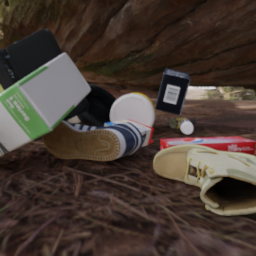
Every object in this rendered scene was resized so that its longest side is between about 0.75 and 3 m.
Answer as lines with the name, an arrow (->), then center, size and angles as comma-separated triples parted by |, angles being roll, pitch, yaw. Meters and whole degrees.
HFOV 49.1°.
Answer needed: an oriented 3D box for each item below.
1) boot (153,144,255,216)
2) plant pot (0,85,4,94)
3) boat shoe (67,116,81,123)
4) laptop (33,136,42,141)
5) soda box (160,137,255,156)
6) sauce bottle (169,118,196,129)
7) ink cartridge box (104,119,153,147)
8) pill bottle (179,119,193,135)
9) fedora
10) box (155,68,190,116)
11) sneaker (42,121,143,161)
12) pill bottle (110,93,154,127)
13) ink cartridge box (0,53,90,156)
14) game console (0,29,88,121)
boot -> 1.217, 0.783, 4.536 | 1.971, 0.710, 1.524 | 4, 10, 20
plant pot -> -6.195, -1.820, 14.842 | 2.076, 2.258, 2.258 | -23, -3, 27
boat shoe -> -1.718, -0.585, 13.610 | 2.590, 0.866, 0.738 | 0, 5, 21
laptop -> -3.698, 0.080, 9.485 | 1.154, 0.714, 1.232 | 1, 8, 2
soda box -> 1.752, 0.569, 6.248 | 1.988, 0.630, 0.696 | -2, 8, -10
sauce bottle -> 2.510, -0.226, 12.640 | 1.428, 0.462, 0.462 | -4, 9, -35
ink cartridge box -> 0.084, 0.176, 8.560 | 0.983, 0.569, 1.692 | 21, 17, 27
pill bottle -> 2.226, -0.030, 10.717 | 0.481, 0.481, 0.845 | 1, 12, 6
fedora -> -1.418, -0.706, 12.263 | 2.429, 2.429, 1.109 | -8, -22, -46
box -> 1.771, -1.496, 11.174 | 1.023, 1.451, 1.961 | 14, 21, 6
sneaker -> -0.904, 0.277, 7.274 | 2.698, 0.946, 1.464 | 7, 9, 35
pill bottle -> 0.254, -0.585, 11.096 | 1.597, 1.597, 2.831 | 1, 8, 5
ink cartridge box -> -2.337, -0.376, 6.138 | 2.514, 1.060, 1.837 | -22, 22, 30
game console -> -2.916, -1.359, 9.035 | 1.580, 2.715, 2.388 | -34, 16, -29
